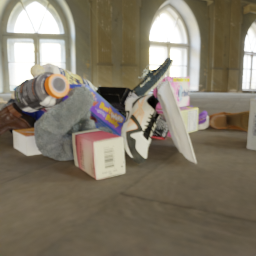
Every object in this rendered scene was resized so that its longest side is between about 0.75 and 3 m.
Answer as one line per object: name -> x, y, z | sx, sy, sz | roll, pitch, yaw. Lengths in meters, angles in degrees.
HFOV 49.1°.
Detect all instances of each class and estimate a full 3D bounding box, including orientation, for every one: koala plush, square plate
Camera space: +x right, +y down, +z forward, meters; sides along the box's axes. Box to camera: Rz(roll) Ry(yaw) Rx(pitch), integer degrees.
koala plush -> -1.952, -0.095, 8.790 | 2.089, 2.016, 2.273 | -31, 20, -13
square plate -> 1.348, -0.244, 8.411 | 0.334, 2.347, 2.325 | -19, 7, 4

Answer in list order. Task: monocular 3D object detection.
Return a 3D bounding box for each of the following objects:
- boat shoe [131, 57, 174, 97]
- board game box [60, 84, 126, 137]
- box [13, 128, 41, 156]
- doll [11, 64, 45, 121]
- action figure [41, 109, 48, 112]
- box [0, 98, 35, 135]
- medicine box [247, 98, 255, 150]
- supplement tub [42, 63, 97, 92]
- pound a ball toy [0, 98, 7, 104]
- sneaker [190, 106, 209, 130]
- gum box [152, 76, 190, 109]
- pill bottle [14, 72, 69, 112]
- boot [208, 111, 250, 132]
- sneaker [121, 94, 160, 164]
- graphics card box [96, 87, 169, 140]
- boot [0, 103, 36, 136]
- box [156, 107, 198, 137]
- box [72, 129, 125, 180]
boat shoe -> 0.798, -1.901, 11.236 | 0.773, 2.500, 0.936 | 40, 21, -6
board game box -> -1.227, -0.523, 10.255 | 1.890, 0.629, 2.811 | 11, -22, 47
box -> -3.206, 0.432, 9.293 | 0.807, 0.633, 1.298 | -8, 14, -39
doll -> -3.627, -1.055, 11.128 | 1.966, 2.881, 0.698 | -5, 10, -42
action figure -> -2.446, -0.539, 11.103 | 1.620, 2.419, 1.801 | -4, 40, 25
box -> -4.548, -0.504, 11.454 | 0.706, 1.139, 1.119 | -10, 37, 30
medicine box -> 5.009, -0.172, 9.614 | 1.889, 1.721, 0.972 | -9, 13, -40
supplement tub -> -2.996, -1.619, 13.572 | 2.146, 2.146, 2.972 | 9, -7, 42
pound a ball toy -> -5.441, -0.610, 12.557 | 1.854, 1.209, 0.788 | 13, 11, 25
sneaker -> 2.817, -0.577, 13.809 | 2.535, 1.058, 1.022 | 8, 12, 40
gum box -> 1.954, -1.635, 12.688 | 0.801, 1.375, 2.424 | 7, 12, 34
pill bottle -> -2.528, -1.065, 8.277 | 1.859, 0.987, 0.987 | -8, 2, 44
boot -> 5.052, -0.323, 13.337 | 2.509, 0.962, 1.948 | -6, 5, 6
sneaker -> 0.408, -0.097, 8.113 | 0.959, 2.398, 0.884 | -19, -41, 27
graphics card box -> 0.154, -0.539, 10.636 | 1.760, 0.714, 2.806 | 12, -18, 48
boot -> -4.546, 0.140, 10.560 | 2.023, 1.886, 0.650 | -28, 35, 9
box -> 1.763, -0.368, 12.585 | 1.925, 1.058, 2.189 | 9, 13, 42
box -> -0.792, 0.627, 7.195 | 0.804, 0.943, 1.475 | -9, 11, -30
